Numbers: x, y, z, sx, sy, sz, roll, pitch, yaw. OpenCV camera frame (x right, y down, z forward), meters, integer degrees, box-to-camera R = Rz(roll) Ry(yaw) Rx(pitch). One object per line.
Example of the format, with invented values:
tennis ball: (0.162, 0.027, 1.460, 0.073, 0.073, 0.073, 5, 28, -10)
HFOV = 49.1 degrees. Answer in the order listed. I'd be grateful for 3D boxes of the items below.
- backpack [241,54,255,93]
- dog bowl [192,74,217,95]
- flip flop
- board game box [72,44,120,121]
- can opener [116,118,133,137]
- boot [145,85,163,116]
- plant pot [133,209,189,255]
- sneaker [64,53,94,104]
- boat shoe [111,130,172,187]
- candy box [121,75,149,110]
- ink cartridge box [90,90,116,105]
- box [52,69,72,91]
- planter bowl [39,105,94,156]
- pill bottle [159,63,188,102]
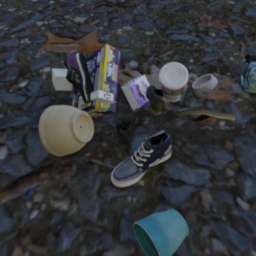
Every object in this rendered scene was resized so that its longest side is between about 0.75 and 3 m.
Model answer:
backpack: (6.229, -2.460, 13.323, 1.577, 1.723, 1.266, 3, 46, 6)
dog bowl: (2.680, -1.555, 9.911, 0.907, 0.266, 0.907, -31, 25, 16)
flip flop: (2.973, -0.377, 10.737, 2.290, 0.659, 0.929, 8, 10, -12)
board game box: (-1.367, -1.720, 11.487, 0.763, 2.226, 2.693, 18, 69, -39)
can opener: (-0.093, -0.094, 10.963, 0.504, 1.589, 0.625, -3, 75, -18)
boot: (1.029, -1.253, 10.210, 0.595, 0.772, 1.592, 6, 44, -12)
plant pot: (0.990, 2.960, 7.931, 1.209, 1.287, 1.287, -26, 51, -23)
sneaker: (-1.841, -1.743, 10.366, 0.821, 0.710, 1.876, -14, 86, 18)
boat shoe: (0.478, 1.019, 10.104, 2.647, 1.227, 0.988, -32, 55, -22)
candy box: (0.416, -1.430, 11.159, 0.438, 1.026, 1.224, -19, 14, 42)
ink cartridge box: (-0.784, -0.976, 9.061, 0.759, 0.440, 0.257, 11, 75, -41)
box: (-2.992, -2.190, 12.638, 0.765, 0.626, 1.611, -1, 23, -19)
planter bowl: (-2.032, 0.040, 9.972, 1.255, 1.865, 1.865, -8, 39, 30)
pill bottle: (1.662, -1.594, 10.337, 1.007, 1.685, 1.007, -2, 76, 8)
